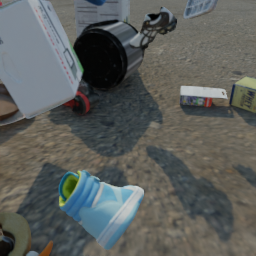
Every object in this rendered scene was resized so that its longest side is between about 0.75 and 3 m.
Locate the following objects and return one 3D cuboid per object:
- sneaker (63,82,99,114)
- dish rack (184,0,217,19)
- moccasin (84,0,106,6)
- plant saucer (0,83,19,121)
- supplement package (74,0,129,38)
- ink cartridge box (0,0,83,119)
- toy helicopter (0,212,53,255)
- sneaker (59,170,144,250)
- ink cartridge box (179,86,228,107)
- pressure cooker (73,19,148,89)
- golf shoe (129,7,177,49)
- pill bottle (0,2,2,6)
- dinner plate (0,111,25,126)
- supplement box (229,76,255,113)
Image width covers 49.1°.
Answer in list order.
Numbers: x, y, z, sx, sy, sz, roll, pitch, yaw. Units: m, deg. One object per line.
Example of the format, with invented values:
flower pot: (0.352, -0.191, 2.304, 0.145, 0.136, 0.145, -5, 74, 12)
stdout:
sneaker: (-1.793, -1.172, 9.441, 1.064, 0.770, 2.178, -27, 43, -37)
dish rack: (2.512, -4.345, 9.066, 0.354, 1.624, 1.394, 16, 0, -27)
moccasin: (-1.701, -4.892, 9.454, 2.096, 0.715, 0.843, 21, -9, -27)
plant saucer: (-4.457, -0.764, 8.669, 2.431, 0.419, 2.431, 8, 29, -4)
supplement package: (-1.191, -5.141, 13.878, 2.244, 2.979, 2.261, 4, 31, 7)
ink cartridge box: (-2.024, -1.721, 6.414, 1.166, 2.020, 2.776, -23, 23, 4)
toy helicopter: (-1.912, 2.233, 3.981, 1.468, 0.875, 2.219, 5, 41, -10)
sneaker: (-0.308, 0.760, 3.272, 0.862, 0.525, 1.320, 36, 6, 6)
ink cartridge box: (2.571, -1.078, 9.664, 1.539, 0.387, 0.838, 6, 31, 8)
pressure cooker: (-0.648, -2.927, 10.945, 2.300, 2.336, 2.616, 31, 38, 8)
golf shoe: (0.646, -3.161, 8.823, 1.737, 0.821, 0.675, -24, 37, 31)
pill bottle: (-4.106, -3.638, 7.930, 0.801, 1.426, 0.801, 0, 66, 0)
dinner plate: (-4.030, -0.537, 8.877, 2.209, 0.268, 2.209, -1, 31, 0)
supplement box: (4.198, -1.130, 9.400, 1.089, 0.731, 1.088, 26, 40, 36)
